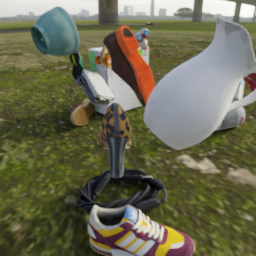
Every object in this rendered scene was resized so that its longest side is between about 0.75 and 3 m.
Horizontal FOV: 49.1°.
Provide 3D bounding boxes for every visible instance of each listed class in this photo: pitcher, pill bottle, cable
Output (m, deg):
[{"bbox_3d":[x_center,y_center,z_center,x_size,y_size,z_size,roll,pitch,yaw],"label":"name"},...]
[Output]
[{"bbox_3d":[1.681,-0.619,5.804,2.097,2.445,1.482,33,16,-30],"label":"pitcher"},{"bbox_3d":[3.820,-0.437,11.606,1.762,1.003,1.003,-10,27,-21],"label":"pill bottle"},{"bbox_3d":[-0.297,1.664,7.626,2.397,0.609,1.956,-12,27,-22],"label":"cable"}]

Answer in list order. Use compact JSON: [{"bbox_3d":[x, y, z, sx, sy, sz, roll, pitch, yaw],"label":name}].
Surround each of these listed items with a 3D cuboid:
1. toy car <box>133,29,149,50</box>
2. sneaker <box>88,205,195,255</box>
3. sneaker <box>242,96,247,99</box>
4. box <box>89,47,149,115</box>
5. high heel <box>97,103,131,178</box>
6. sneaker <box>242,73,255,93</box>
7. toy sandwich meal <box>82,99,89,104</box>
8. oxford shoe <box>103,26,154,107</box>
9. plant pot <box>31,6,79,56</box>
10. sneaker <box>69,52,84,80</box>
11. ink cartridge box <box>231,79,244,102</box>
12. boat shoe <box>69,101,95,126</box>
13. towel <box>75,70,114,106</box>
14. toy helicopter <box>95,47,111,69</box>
[{"bbox_3d":[0.639,-3.688,11.819,0.707,0.799,0.737,-31,29,0],"label":"toy car"},{"bbox_3d":[0.262,2.219,5.918,2.315,1.043,0.867,3,25,7],"label":"sneaker"},{"bbox_3d":[5.923,-1.391,14.535,0.883,0.335,0.401,-10,36,-6],"label":"sneaker"},{"bbox_3d":[-0.372,-2.356,13.422,2.595,2.941,1.422,-21,31,-35],"label":"box"},{"bbox_3d":[-0.326,-0.186,6.871,0.869,1.736,2.435,-2,29,-7],"label":"high heel"},{"bbox_3d":[4.051,-1.709,9.219,0.659,1.635,0.611,-24,19,32],"label":"sneaker"},{"bbox_3d":[-1.913,-1.271,14.277,0.849,0.291,0.849,-3,25,1],"label":"toy sandwich meal"},{"bbox_3d":[0.076,-1.836,9.072,0.972,2.680,0.954,-14,17,34],"label":"oxford shoe"},{"bbox_3d":[-1.378,-1.674,5.085,0.582,0.869,0.869,-35,40,-31],"label":"plant pot"},{"bbox_3d":[-2.145,-2.681,12.556,0.602,1.544,0.658,-16,-13,21],"label":"sneaker"},{"bbox_3d":[2.941,-1.066,7.715,0.356,0.611,0.845,8,0,27],"label":"ink cartridge box"},{"bbox_3d":[-2.204,-0.663,12.481,0.819,0.821,2.276,-6,23,16],"label":"boat shoe"},{"bbox_3d":[-1.160,-1.338,9.817,0.576,1.114,1.345,-34,-10,20],"label":"towel"},{"bbox_3d":[-0.584,-2.509,10.043,0.523,0.877,1.326,12,-4,28],"label":"toy helicopter"}]
